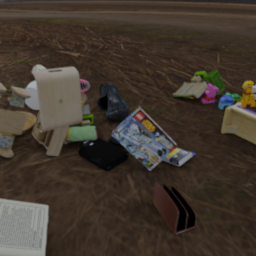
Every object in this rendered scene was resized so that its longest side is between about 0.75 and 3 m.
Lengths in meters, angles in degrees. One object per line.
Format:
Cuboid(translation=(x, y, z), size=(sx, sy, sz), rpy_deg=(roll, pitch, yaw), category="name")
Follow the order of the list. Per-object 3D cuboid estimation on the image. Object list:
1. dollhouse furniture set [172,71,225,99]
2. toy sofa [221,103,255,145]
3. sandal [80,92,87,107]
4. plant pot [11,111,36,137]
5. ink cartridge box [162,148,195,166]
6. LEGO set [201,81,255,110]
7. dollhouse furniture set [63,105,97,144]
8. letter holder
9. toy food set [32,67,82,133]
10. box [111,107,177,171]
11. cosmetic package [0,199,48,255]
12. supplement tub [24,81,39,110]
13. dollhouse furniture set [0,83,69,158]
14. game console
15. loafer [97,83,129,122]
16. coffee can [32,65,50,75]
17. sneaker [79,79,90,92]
Cuboid(translation=(3.393, -1.750, 13.507), size=(2.113, 1.061, 1.385), rpy_deg=(-43, 28, -26), category="dollhouse furniture set")
Cuboid(translation=(4.630, 0.053, 9.588), size=(1.257, 1.067, 2.577), rpy_deg=(-19, 34, -29), category="toy sofa")
Cuboid(translation=(-1.852, -0.927, 10.168), size=(0.670, 0.450, 1.667), rpy_deg=(26, 36, -10), category="sandal")
Cuboid(translation=(-4.520, -0.107, 10.714), size=(1.946, 0.267, 1.946), rpy_deg=(1, 29, 0), category="plant pot")
Cuboid(translation=(1.500, 0.818, 8.945), size=(0.951, 0.226, 0.962), rpy_deg=(15, 32, 41), category="ink cartridge box")
Cuboid(translation=(4.864, -1.588, 12.468), size=(2.831, 1.162, 1.080), rpy_deg=(-5, 30, -10), category="LEGO set")
Cuboid(translation=(-1.796, -0.240, 9.966), size=(1.191, 0.912, 1.818), rpy_deg=(-9, 22, -7), category="dollhouse furniture set")
Cuboid(translation=(1.099, 1.801, 6.688), size=(0.559, 0.790, 1.111), rpy_deg=(-11, 30, -19), category="letter holder")
Cuboid(translation=(-1.844, -0.735, 7.320), size=(1.136, 1.583, 0.478), rpy_deg=(-15, 24, -33), category="toy food set")
Cuboid(translation=(0.477, 0.338, 8.135), size=(1.116, 1.629, 0.325), rpy_deg=(-42, 16, 12), category="box")
Cuboid(translation=(-2.899, 2.040, 5.216), size=(2.582, 0.944, 1.337), rpy_deg=(14, 25, -18), category="cosmetic package")
Cuboid(translation=(-3.703, -1.610, 12.430), size=(1.235, 1.235, 1.710), rpy_deg=(10, 31, 18), category="supplement tub")
Cuboid(translation=(-3.381, -0.038, 8.781), size=(2.399, 2.103, 1.594), rpy_deg=(11, 15, -41), category="dollhouse furniture set")
Cuboid(translation=(-0.312, 0.512, 9.547), size=(1.544, 0.316, 2.617), rpy_deg=(24, 38, 37), category="game console")
Cuboid(translation=(-0.844, -1.189, 11.915), size=(1.008, 0.975, 2.872), rpy_deg=(-2, 31, -21), category="loafer")
Cuboid(translation=(-4.825, -3.022, 15.511), size=(0.740, 0.740, 1.011), rpy_deg=(-17, 34, -29), category="coffee can")
Cuboid(translation=(-2.850, -2.108, 14.049), size=(1.793, 0.708, 0.855), rpy_deg=(-7, 18, -15), category="sneaker")
